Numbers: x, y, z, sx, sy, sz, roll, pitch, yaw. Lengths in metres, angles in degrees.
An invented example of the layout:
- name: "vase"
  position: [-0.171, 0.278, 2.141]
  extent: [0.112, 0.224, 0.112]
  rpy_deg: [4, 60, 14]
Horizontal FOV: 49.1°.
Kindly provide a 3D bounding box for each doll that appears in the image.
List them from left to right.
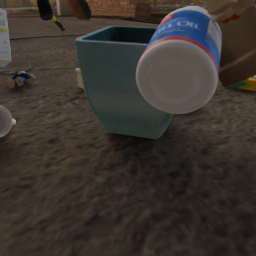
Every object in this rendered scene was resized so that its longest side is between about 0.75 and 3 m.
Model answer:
- name: "doll"
  position: [-4.957, -2.271, 12.886]
  extent: [1.276, 0.453, 1.870]
  rpy_deg: [-13, 22, -7]

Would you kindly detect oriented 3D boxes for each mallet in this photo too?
- name: "mallet"
  position: [-2.407, -3.486, 9.138]
  extent: [0.379, 0.606, 1.839]
  rpy_deg: [-16, -9, 6]

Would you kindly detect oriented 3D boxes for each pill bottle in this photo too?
- name: "pill bottle"
  position: [1.007, -1.381, 5.059]
  extent: [1.271, 1.271, 2.265]
  rpy_deg: [7, 40, 14]

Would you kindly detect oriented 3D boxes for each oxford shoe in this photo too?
- name: "oxford shoe"
  position: [-1.355, -3.292, 6.978]
  extent: [0.445, 1.247, 0.445]
  rpy_deg: [6, 43, 27]

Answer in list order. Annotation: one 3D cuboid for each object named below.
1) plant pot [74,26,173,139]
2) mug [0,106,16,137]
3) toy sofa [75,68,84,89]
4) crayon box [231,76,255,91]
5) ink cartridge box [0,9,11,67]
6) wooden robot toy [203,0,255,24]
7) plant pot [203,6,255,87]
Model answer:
- name: "plant pot"
  position: [0.326, -1.339, 8.415]
  extent: [2.821, 2.881, 2.829]
  rpy_deg: [9, 28, 14]
- name: "mug"
  position: [-4.083, -0.222, 8.485]
  extent: [1.149, 0.967, 1.310]
  rpy_deg: [6, 2, 41]
- name: "toy sofa"
  position: [-0.985, -2.659, 12.730]
  extent: [1.116, 1.315, 2.695]
  rpy_deg: [24, 36, 38]
- name: "crayon box"
  position: [5.364, -2.107, 12.556]
  extent: [1.876, 0.476, 1.191]
  rpy_deg: [14, 30, 24]
- name: "ink cartridge box"
  position: [-3.718, -2.391, 7.300]
  extent: [1.027, 1.413, 0.618]
  rpy_deg: [-4, -5, -43]
- name: "wooden robot toy"
  position: [1.769, -2.405, 4.647]
  extent: [2.177, 0.988, 0.959]
  rpy_deg: [-26, 2, -33]
- name: "plant pot"
  position: [3.143, -2.660, 7.491]
  extent: [2.511, 2.190, 2.511]
  rpy_deg: [-33, 5, 3]
